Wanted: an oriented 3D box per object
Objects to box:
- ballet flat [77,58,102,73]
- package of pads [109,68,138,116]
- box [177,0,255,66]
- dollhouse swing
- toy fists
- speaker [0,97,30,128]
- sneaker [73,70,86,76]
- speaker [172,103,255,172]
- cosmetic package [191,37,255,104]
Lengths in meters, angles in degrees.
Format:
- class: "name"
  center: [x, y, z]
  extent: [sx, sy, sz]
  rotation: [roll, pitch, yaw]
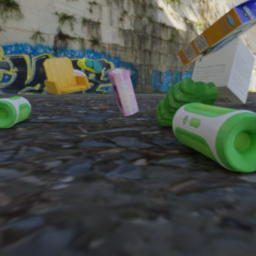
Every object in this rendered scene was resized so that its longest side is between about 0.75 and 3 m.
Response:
- class: "ballet flat"
  center: [-1.668, -2.658, 11.984]
  extent: [0.520, 0.519, 1.552]
  rotation: [-6, -1, 20]
- class: "package of pads"
  center: [-0.129, -0.987, 7.631]
  extent: [0.462, 1.221, 0.736]
  rotation: [-19, 19, -7]
- class: "box"
  center: [2.551, -2.509, 7.235]
  extent: [1.466, 0.511, 2.462]
  rotation: [-27, 1, -28]
- class: "dollhouse swing"
  center: [-2.214, -1.894, 9.945]
  extent: [1.301, 1.144, 1.182]
  rotation: [-18, 22, -38]
- class: "toy fists"
  center: [1.845, -0.818, 9.780]
  extent: [1.443, 0.974, 2.832]
  rotation: [-6, -17, -13]
- class: "speaker"
  center: [-4.756, -0.681, 11.390]
  extent: [1.164, 1.164, 2.633]
  rotation: [-1, 9, -6]
- class: "sneaker"
  center: [-2.421, -1.883, 11.060]
  extent: [1.684, 0.880, 0.634]
  rotation: [13, -30, -38]
- class: "speaker"
  center: [1.915, 0.086, 6.266]
  extent: [1.237, 1.237, 2.798]
  rotation: [-1, 9, -10]
- class: "cosmetic package"
  center: [3.573, -2.077, 10.612]
  extent: [1.604, 1.917, 1.595]
  rotation: [5, -15, 47]
